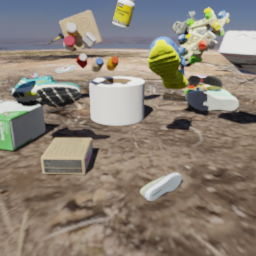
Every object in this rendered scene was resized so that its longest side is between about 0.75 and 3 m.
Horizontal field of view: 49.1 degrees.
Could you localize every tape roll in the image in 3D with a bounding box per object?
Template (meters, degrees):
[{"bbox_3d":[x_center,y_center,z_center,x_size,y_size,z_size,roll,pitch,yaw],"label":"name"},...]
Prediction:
[{"bbox_3d":[-0.424,-1.126,11.031,2.169,1.489,2.169,1,20,0],"label":"tape roll"}]

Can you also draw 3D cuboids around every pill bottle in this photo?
[{"bbox_3d":[-0.131,-4.267,10.200,0.634,1.128,0.634,14,25,-7],"label":"pill bottle"}]

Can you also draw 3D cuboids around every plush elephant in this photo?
[{"bbox_3d":[2.426,-3.986,11.589,1.098,1.334,1.033,11,-20,-8],"label":"plush elephant"}]

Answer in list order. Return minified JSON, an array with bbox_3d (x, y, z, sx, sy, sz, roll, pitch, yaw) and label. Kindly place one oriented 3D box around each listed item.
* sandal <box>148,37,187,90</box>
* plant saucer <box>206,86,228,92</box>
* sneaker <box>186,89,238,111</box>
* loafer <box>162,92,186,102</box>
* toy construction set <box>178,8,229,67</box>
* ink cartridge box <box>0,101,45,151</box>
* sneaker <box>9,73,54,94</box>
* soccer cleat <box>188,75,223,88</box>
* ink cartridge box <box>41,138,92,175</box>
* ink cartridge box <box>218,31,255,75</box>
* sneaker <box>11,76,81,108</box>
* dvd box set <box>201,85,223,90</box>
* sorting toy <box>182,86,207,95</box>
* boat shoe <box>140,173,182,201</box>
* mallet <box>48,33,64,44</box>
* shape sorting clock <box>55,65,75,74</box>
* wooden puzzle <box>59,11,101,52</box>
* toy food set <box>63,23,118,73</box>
[{"bbox_3d":[1.123,-1.889,7.795,0.896,0.982,2.255,0,-15,18],"label":"sandal"},{"bbox_3d":[4.626,-1.912,14.628,1.099,0.171,1.099,16,-4,1],"label":"plant saucer"},{"bbox_3d":[3.612,-1.330,12.534,2.264,0.833,1.335,9,25,-3],"label":"sneaker"},{"bbox_3d":[2.278,-1.564,13.834,1.169,0.417,0.427,4,20,11],"label":"loafer"},{"bbox_3d":[2.483,-3.012,9.450,1.713,1.203,2.612,-20,26,35],"label":"toy construction set"},{"bbox_3d":[-4.256,-0.171,9.015,2.492,1.035,1.827,5,20,14],"label":"ink cartridge box"},{"bbox_3d":[-5.097,-2.331,14.819,0.987,1.188,2.488,18,26,40],"label":"sneaker"},{"bbox_3d":[4.733,-2.773,16.780,0.842,0.785,2.301,-8,19,-41],"label":"soccer cleat"},{"bbox_3d":[-1.563,0.713,7.384,1.080,0.492,1.311,2,20,1],"label":"ink cartridge box"},{"bbox_3d":[3.682,-2.182,8.372,1.643,0.692,1.188,21,1,-41],"label":"ink cartridge box"},{"bbox_3d":[-2.174,-1.074,7.469,2.035,0.788,0.810,4,56,18],"label":"sneaker"},{"bbox_3d":[4.726,-2.166,15.549,1.215,0.179,0.889,16,19,18],"label":"dvd box set"},{"bbox_3d":[3.750,-2.182,15.723,1.255,0.304,2.228,7,21,19],"label":"sorting toy"},{"bbox_3d":[0.727,1.233,6.131,1.073,0.386,0.333,-18,25,-35],"label":"boat shoe"},{"bbox_3d":[-3.287,-4.033,12.666,0.820,0.169,0.270,-35,78,-25],"label":"mallet"},{"bbox_3d":[-2.954,-2.764,13.126,0.933,0.183,0.933,-9,28,5],"label":"shape sorting clock"},{"bbox_3d":[-1.687,-3.441,10.001,1.205,1.116,0.279,-21,17,-5],"label":"wooden puzzle"},{"bbox_3d":[-1.357,-2.648,9.442,1.039,2.177,0.980,-46,9,-10],"label":"toy food set"}]
